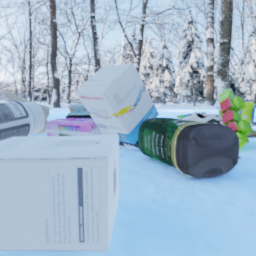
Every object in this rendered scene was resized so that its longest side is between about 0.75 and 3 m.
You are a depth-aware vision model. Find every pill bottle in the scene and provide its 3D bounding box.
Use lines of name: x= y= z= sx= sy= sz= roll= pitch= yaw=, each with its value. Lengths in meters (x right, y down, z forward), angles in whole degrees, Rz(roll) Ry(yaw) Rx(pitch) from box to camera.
pill bottle: x=-4.296 y=-0.173 z=9.825 sx=1.433 sy=1.433 sz=2.519 roll=4 pitch=14 yaw=34

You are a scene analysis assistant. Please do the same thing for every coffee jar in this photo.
coffee jar: x=1.371 y=0.393 z=7.021 sx=1.442 sy=1.180 sz=2.766 roll=-2 pitch=6 yaw=-19

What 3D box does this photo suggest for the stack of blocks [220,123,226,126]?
stack of blocks: x=3.527 y=0.132 z=11.486 sx=1.897 sy=0.556 sz=1.092 roll=4 pitch=-7 yaw=36

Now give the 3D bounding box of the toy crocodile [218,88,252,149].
toy crocodile: x=3.724 y=-0.372 z=10.077 sx=0.821 sy=2.660 sz=0.898 roll=23 pitch=-41 yaw=-28

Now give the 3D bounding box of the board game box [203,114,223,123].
board game box: x=4.133 y=-0.253 z=14.088 sx=1.866 sy=0.570 sz=2.464 roll=-2 pitch=-5 yaw=3

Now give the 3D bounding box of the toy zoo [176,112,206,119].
toy zoo: x=3.155 y=-0.603 z=13.755 sx=1.347 sy=0.138 sz=0.884 roll=-8 pitch=-6 yaw=28

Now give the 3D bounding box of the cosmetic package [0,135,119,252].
cosmetic package: x=-1.079 y=0.749 z=3.862 sx=1.818 sy=1.117 sz=1.812 roll=0 pitch=6 yaw=3

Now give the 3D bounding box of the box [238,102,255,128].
box: x=6.214 y=-0.604 z=14.960 sx=0.600 sy=1.536 sz=2.520 roll=7 pitch=7 yaw=15

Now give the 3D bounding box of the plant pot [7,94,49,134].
plant pot: x=-4.894 y=-0.534 z=13.731 sx=1.851 sy=2.022 sz=2.022 roll=9 pitch=4 yaw=-13

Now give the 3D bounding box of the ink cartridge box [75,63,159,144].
ink cartridge box: x=-0.324 y=-0.796 z=9.123 sx=1.516 sy=2.067 sz=1.509 roll=9 pitch=49 yaw=46

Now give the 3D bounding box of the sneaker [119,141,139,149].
sneaker: x=0.136 y=0.353 z=9.650 sx=1.961 sy=0.735 sz=0.828 roll=2 pitch=2 yaw=19

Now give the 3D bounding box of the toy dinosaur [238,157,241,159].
toy dinosaur: x=2.689 y=0.566 z=8.031 sx=1.118 sy=0.587 sz=1.014 roll=4 pitch=11 yaw=10

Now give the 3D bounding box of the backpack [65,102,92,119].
backpack: x=-1.942 y=-0.467 z=13.620 sx=1.889 sy=1.647 sz=2.149 roll=-5 pitch=0 yaw=4

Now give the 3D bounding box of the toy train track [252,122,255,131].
toy train track: x=7.265 y=-0.085 z=14.980 sx=1.691 sy=0.480 sz=2.948 roll=-31 pitch=4 yaw=-8

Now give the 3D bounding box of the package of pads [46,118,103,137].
package of pads: x=-1.907 y=0.105 z=11.160 sx=2.445 sy=0.925 sz=1.473 roll=3 pitch=7 yaw=33

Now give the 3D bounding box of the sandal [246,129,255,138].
sandal: x=5.300 y=0.108 z=12.659 sx=2.265 sy=0.612 sz=0.910 roll=0 pitch=6 yaw=-4

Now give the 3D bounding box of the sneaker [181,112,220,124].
sneaker: x=2.449 y=-0.041 z=11.083 sx=1.075 sy=1.166 sz=2.915 roll=6 pitch=0 yaw=-40
